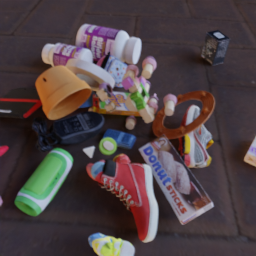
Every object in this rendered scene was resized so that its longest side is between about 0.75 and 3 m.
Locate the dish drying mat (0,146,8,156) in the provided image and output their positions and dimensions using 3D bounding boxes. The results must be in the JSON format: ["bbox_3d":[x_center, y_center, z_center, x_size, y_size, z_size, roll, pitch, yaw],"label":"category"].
[{"bbox_3d":[-4.517,0.897,8.861,1.003,0.238,2.611,-12,5,-13],"label":"dish drying mat"}]

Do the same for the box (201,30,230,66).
[{"bbox_3d":[4.349,-4.006,14.005,0.720,1.345,0.998,-18,48,-17],"label":"box"}]

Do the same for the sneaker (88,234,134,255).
[{"bbox_3d":[-0.459,3.052,7.320,0.756,1.440,0.545,14,70,46],"label":"sneaker"}]

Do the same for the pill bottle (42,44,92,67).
[{"bbox_3d":[-2.940,-3.346,13.438,2.215,1.243,1.243,16,48,15],"label":"pill bottle"}]

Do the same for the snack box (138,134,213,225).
[{"bbox_3d":[1.389,1.485,8.788,1.047,0.354,2.912,-32,47,1],"label":"snack box"}]

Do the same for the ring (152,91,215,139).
[{"bbox_3d":[1.978,-0.572,10.456,2.550,0.245,2.550,-28,30,18],"label":"ring"}]

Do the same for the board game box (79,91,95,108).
[{"bbox_3d":[-2.415,-1.126,11.894,2.096,0.408,1.656,-10,41,-14],"label":"board game box"}]

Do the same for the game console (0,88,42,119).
[{"bbox_3d":[-4.396,-1.020,11.388,2.258,0.350,1.997,4,41,26],"label":"game console"}]

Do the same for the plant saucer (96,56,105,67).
[{"bbox_3d":[-1.106,-2.880,13.179,1.034,0.262,1.034,-18,61,36],"label":"plant saucer"}]

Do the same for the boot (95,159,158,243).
[{"bbox_3d":[-0.124,2.024,8.036,1.743,0.875,2.417,12,45,-20],"label":"boot"}]

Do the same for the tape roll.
[{"bbox_3d":[-1.600,-2.121,11.631,2.164,2.164,0.395,18,78,17],"label":"tape roll"}]

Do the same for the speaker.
[{"bbox_3d":[-2.589,1.652,8.820,0.931,0.931,2.104,16,48,15],"label":"speaker"}]

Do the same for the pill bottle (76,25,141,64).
[{"bbox_3d":[-0.938,-4.035,13.834,2.946,1.654,1.654,15,48,14],"label":"pill bottle"}]

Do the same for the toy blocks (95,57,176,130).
[{"bbox_3d":[0.418,-1.433,10.855,2.336,2.183,1.966,-22,28,25],"label":"toy blocks"}]

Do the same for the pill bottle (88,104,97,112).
[{"bbox_3d":[-1.334,-0.698,11.427,0.428,0.428,0.763,30,52,26],"label":"pill bottle"}]

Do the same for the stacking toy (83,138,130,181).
[{"bbox_3d":[-0.723,1.003,9.215,1.422,0.601,1.288,-25,87,-18],"label":"stacking toy"}]

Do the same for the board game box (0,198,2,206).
[{"bbox_3d":[-4.237,2.310,6.818,0.582,2.821,2.828,10,47,1],"label":"board game box"}]

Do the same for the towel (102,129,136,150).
[{"bbox_3d":[-0.337,0.397,10.460,1.176,0.285,0.657,14,47,14],"label":"towel"}]

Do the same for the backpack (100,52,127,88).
[{"bbox_3d":[-0.559,-2.448,12.403,1.317,1.383,1.065,23,7,-39],"label":"backpack"}]

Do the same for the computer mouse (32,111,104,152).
[{"bbox_3d":[-2.149,0.105,10.454,2.613,0.689,1.809,-15,45,-16],"label":"computer mouse"}]

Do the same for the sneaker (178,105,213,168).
[{"bbox_3d":[2.443,0.322,10.162,1.107,1.049,2.695,11,54,0],"label":"sneaker"}]

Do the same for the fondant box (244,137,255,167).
[{"bbox_3d":[5.041,1.010,9.742,1.587,0.462,1.145,26,51,25],"label":"fondant box"}]

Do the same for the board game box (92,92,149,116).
[{"bbox_3d":[-0.236,-0.995,11.489,2.416,0.362,1.154,1,45,-12],"label":"board game box"}]

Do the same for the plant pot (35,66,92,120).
[{"bbox_3d":[-2.473,-1.375,10.279,1.890,1.890,1.323,-32,82,-27],"label":"plant pot"}]
